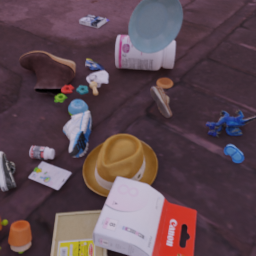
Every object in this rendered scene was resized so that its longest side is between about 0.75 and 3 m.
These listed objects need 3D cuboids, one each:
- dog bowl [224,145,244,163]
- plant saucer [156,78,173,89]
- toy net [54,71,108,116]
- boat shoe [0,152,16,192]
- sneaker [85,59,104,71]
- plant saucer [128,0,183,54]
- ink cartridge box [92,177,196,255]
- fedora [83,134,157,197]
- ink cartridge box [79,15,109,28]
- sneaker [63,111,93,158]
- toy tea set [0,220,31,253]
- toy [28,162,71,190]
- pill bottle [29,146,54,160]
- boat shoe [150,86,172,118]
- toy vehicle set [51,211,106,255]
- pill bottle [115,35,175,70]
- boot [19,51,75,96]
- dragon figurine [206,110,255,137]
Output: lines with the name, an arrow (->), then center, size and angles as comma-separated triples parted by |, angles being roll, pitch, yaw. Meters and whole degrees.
dog bowl -> 3.773, 0.906, 9.975 | 0.756, 0.422, 0.187 | 43, 33, 5
plant saucer -> 1.755, -2.173, 13.443 | 0.777, 0.145, 0.777 | 0, 43, 0
toy net -> -1.930, -1.665, 12.448 | 1.476, 0.543, 2.813 | 24, 52, 16
boat shoe -> -4.080, 1.426, 9.472 | 0.491, 0.546, 1.543 | -16, 54, -16
sneaker -> -1.700, -3.128, 14.300 | 1.051, 0.432, 0.388 | 27, 19, 3
plant saucer -> 1.017, -4.173, 11.138 | 2.425, 2.425, 0.467 | -18, 45, -18
ink cartridge box -> 0.587, 2.545, 7.785 | 2.594, 0.740, 2.108 | 9, 35, 12
fedora -> -0.264, 1.043, 9.425 | 2.703, 1.102, 2.703 | 0, 45, 0
ink cartridge box -> -2.211, -7.086, 18.418 | 1.430, 0.313, 1.444 | 20, 46, 21
sneaker -> -2.008, 0.263, 10.542 | 1.002, 0.866, 2.311 | -4, 37, 8
toy tea set -> -4.045, 3.074, 7.687 | 2.721, 1.007, 1.618 | 9, 15, 14
toy -> -2.594, 1.649, 9.371 | 1.293, 0.305, 0.744 | 17, 49, 23
pill bottle -> -3.077, 0.904, 10.034 | 0.776, 0.450, 0.450 | 5, 44, 6
boat shoe -> 1.490, -1.135, 11.759 | 0.545, 0.574, 1.517 | -20, 75, -20
toy vehicle set -> -1.320, 3.394, 7.545 | 1.464, 0.312, 2.356 | -2, 44, -2
pill bottle -> 0.851, -3.724, 13.980 | 2.849, 1.615, 1.615 | 4, 44, 4
boot -> -4.039, -2.561, 13.173 | 2.921, 1.057, 2.430 | 7, 43, 2
dragon figurine -> 4.144, -0.112, 10.900 | 2.208, 0.650, 1.098 | 3, 45, 12
